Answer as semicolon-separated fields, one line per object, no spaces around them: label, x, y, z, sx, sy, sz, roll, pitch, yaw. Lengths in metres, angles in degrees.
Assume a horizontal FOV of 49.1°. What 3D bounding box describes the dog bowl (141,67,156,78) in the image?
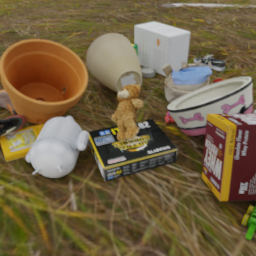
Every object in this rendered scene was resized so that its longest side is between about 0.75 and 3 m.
dog bowl;1.008;-2.895;14.640;0.914;0.268;0.914;0;35;0

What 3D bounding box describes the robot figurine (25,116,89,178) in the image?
robot figurine;-2.155;0.580;8.576;1.984;1.321;2.339;-17;32;14

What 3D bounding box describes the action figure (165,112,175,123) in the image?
action figure;1.836;-0.592;11.204;0.484;0.382;1.479;19;41;22

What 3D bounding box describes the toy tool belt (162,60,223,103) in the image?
toy tool belt;2.835;-2.106;11.919;2.729;1.677;1.704;-9;30;1

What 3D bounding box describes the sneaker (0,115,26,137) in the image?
sneaker;-4.260;-0.009;9.458;1.670;0.590;0.816;-23;3;-24

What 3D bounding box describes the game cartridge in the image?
game cartridge;-3.522;0.455;9.721;1.637;0.266;1.443;-18;38;-23

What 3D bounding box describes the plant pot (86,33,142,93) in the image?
plant pot;-0.419;-2.604;12.523;2.386;2.386;2.548;-12;42;-17

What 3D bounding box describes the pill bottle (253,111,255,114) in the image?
pill bottle;5.341;-0.376;10.638;1.073;0.601;0.601;9;35;13

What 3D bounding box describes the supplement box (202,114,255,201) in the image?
supplement box;3.224;0.708;7.445;2.039;2.011;1.354;-1;15;-5

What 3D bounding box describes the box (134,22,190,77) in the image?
box;1.719;-4.255;14.986;1.472;2.108;2.768;-23;41;-30

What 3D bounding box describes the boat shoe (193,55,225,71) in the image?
boat shoe;4.480;-3.684;15.476;0.677;0.627;1.835;-27;43;-34

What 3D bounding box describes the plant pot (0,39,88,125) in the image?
plant pot;-3.155;-1.489;10.358;2.920;2.044;2.920;12;56;-18

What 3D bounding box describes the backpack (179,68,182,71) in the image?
backpack;2.955;-2.767;14.125;0.799;0.646;0.839;-19;26;-31

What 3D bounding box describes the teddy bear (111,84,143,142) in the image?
teddy bear;-0.063;-0.490;8.783;0.632;1.893;1.373;10;1;-27

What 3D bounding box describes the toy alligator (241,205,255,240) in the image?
toy alligator;3.357;2.097;7.103;0.526;0.481;1.774;24;41;31

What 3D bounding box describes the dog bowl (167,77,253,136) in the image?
dog bowl;2.848;-0.710;9.541;2.896;1.068;2.896;-21;11;4

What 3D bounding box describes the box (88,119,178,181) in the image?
box;0.074;0.616;9.196;2.453;0.605;1.959;-12;34;-17

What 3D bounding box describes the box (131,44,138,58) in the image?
box;-0.341;-3.509;14.565;2.319;1.361;0.561;-23;40;-30

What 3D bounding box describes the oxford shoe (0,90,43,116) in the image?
oxford shoe;-4.603;-0.950;11.320;2.334;0.832;0.851;9;40;12
